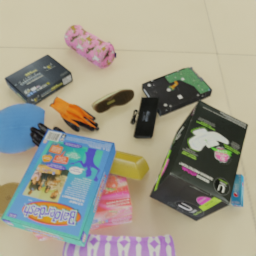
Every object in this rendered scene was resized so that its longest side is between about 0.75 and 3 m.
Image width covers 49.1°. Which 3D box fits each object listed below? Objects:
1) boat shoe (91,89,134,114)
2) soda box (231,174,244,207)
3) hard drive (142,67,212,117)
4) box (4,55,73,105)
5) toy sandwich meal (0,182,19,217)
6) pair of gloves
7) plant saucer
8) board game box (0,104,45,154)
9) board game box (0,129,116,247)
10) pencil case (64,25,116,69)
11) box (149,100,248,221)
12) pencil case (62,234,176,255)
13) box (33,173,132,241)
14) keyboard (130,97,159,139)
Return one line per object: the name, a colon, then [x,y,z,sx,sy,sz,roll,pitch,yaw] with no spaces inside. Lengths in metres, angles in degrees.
boat shoe: [-0.606,-1.109,10.563,1.725,0.618,0.657,-22,29,-24]
soda box: [3.291,1.879,8.424,0.296,0.313,0.924,-5,62,34]
hard drive: [1.886,-1.477,11.017,2.288,0.433,1.598,-23,57,-12]
box: [-3.602,-1.961,11.371,2.131,0.544,1.680,-38,61,-25]
toy sandwich meal: [-3.576,2.183,8.394,1.223,0.419,1.223,3,53,-4]
pair of gloves: [-2.161,0.063,9.705,1.934,0.268,2.171,31,57,-2]
plant saucer: [-0.271,1.015,8.476,1.738,1.739,0.421,12,95,12]
board game box: [-3.798,0.085,9.870,1.736,0.428,2.197,-6,53,-6]
board game box: [-1.639,1.401,7.170,2.003,0.592,2.634,12,56,11]
pencil case: [-1.701,-3.595,12.268,2.529,1.047,1.094,36,69,25]
box: [2.030,0.975,8.139,1.652,1.974,2.658,28,57,3]
pencil case: [-0.188,3.227,7.114,2.925,1.228,1.250,2,24,0]
box: [-1.313,2.092,7.885,2.690,1.273,1.380,-9,54,-7]
keyboard: [0.568,-0.377,10.089,0.982,0.210,1.636,1,65,25]
